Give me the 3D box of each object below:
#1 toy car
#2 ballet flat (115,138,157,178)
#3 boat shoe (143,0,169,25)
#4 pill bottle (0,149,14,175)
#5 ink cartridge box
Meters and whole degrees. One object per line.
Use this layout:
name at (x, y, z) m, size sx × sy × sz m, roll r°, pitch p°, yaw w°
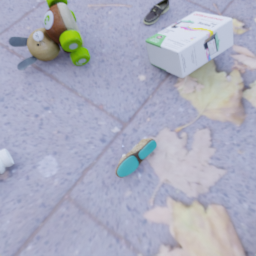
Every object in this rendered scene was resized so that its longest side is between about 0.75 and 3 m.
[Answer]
toy car at (-3.197, -3.372, 10.714) m, size 2.776 × 2.190 × 2.280 m, roll -22°, pitch 74°, yaw 2°
ballet flat at (0.183, 0.958, 9.179) m, size 1.797 × 0.634 × 0.587 m, roll -36°, pitch 27°, yaw -25°
boat shoe at (1.246, -5.196, 12.396) m, size 0.596 × 0.528 × 1.629 m, roll 35°, pitch 68°, yaw 17°
pill bottle at (-4.432, 1.242, 8.871) m, size 1.414 × 0.783 × 0.783 m, roll -29°, pitch 66°, yaw -14°
ink cartridge box at (2.335, -3.243, 10.652) m, size 2.686 × 1.128 × 1.945 m, roll -34°, pitch 42°, yaw -16°
